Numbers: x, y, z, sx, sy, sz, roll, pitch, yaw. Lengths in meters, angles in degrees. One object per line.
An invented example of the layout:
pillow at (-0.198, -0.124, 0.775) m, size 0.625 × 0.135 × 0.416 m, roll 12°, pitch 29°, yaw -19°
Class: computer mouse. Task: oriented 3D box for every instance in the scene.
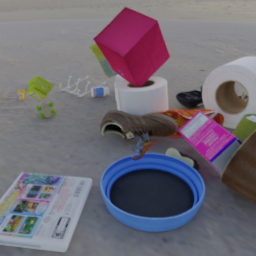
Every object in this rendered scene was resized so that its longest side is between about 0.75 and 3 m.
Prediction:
computer mouse at (3.661, -1.257, 13.544) m, size 2.760 × 0.635 × 1.938 m, roll -20°, pitch 40°, yaw -41°

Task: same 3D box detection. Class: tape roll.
tape roll at (0.604, -1.191, 12.065) m, size 2.238 × 1.537 × 2.238 m, roll -6°, pitch 25°, yaw 3°
tape roll at (4.688, -1.486, 11.627) m, size 2.669 × 2.669 × 1.833 m, roll 24°, pitch 35°, yaw 38°

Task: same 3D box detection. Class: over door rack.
over door rack at (-2.469, -2.451, 15.597) m, size 1.651 × 0.744 × 2.235 m, roll 23°, pitch 35°, yaw 35°

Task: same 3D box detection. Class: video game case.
video game case at (-2.315, 2.072, 7.387) m, size 2.209 × 0.288 × 2.427 m, roll 3°, pitch 28°, yaw 7°

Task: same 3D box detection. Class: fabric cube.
fabric cube at (0.183, -3.237, 11.388) m, size 1.993 × 1.986 × 1.955 m, roll -46°, pitch 56°, yaw -6°

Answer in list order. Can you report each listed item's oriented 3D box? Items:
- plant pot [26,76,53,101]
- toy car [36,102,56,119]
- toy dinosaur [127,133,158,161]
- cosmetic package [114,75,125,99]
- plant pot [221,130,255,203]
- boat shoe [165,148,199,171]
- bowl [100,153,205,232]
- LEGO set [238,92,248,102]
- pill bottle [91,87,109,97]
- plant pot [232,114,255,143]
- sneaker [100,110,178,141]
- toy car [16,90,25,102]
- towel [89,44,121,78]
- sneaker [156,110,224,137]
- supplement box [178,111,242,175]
plant pot at (-3.828, -1.629, 11.984) m, size 0.806 × 0.810 × 0.735 m, roll -13°, pitch 55°, yaw 43°
toy car at (-3.745, -0.857, 12.701) m, size 0.713 × 0.685 × 0.868 m, roll -20°, pitch 21°, yaw -16°
toy dinosaur at (0.348, 0.619, 7.700) m, size 0.548 × 0.946 × 1.043 m, roll -25°, pitch 38°, yaw -24°
cosmetic package at (-0.292, -2.264, 14.915) m, size 0.737 × 1.012 × 1.991 m, roll -1°, pitch 26°, yaw 6°
plant pot at (4.067, 1.348, 7.130) m, size 2.226 × 2.226 × 2.382 m, roll -21°, pitch 49°, yaw -35°
boat shoe at (1.740, 1.068, 9.187) m, size 0.431 × 0.503 × 1.376 m, roll 22°, pitch 3°, yaw -34°
bowl at (0.653, 1.694, 7.810) m, size 2.840 × 0.557 × 2.840 m, roll 0°, pitch 27°, yaw 0°
LEGO set at (5.996, -1.433, 13.454) m, size 1.535 × 0.889 × 1.180 m, roll 8°, pitch 29°, yaw 16°
pill bottle at (-1.477, -1.918, 14.815) m, size 0.902 × 0.506 × 0.506 m, roll -8°, pitch 29°, yaw -15°
plant pot at (4.071, 0.359, 9.341) m, size 1.413 × 1.510 × 1.413 m, roll 0°, pitch 28°, yaw 0°
sneaker at (0.335, 0.091, 10.375) m, size 2.920 × 1.028 × 1.103 m, roll 7°, pitch 48°, yaw 23°
toy car at (-6.300, -1.617, 13.810) m, size 2.146 × 1.053 × 0.714 m, roll -12°, pitch 61°, yaw -8°
towel at (-0.273, -3.583, 13.727) m, size 2.827 × 2.030 × 0.322 m, roll -10°, pitch 41°, yaw 22°
sneaker at (2.304, -0.230, 11.297) m, size 2.985 × 1.089 × 1.151 m, roll 1°, pitch 9°, yaw -10°
supplement box at (2.746, 0.487, 9.130) m, size 1.104 × 1.081 × 2.135 m, roll -44°, pitch 31°, yaw 7°
